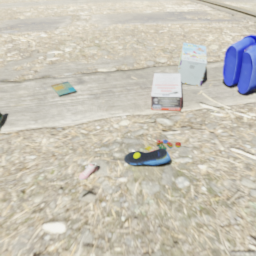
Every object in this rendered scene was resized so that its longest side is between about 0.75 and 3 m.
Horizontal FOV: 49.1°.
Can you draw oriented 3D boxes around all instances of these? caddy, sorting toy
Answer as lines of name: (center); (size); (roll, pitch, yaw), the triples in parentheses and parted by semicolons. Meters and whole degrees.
caddy: (5.879, -3.081, 13.747); (1.474, 2.809, 1.986); (-26, 45, -18)
sorting toy: (1.311, 0.631, 10.640); (1.344, 0.227, 0.648); (-15, 37, -20)

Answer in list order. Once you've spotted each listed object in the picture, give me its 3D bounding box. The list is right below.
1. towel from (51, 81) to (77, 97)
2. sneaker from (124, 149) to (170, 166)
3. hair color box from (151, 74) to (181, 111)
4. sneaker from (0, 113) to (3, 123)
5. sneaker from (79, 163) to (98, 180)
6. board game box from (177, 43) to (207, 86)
towel: (-3.331, -2.017, 14.482); (0.994, 0.147, 1.356); (-18, 38, -24)
sneaker: (0.667, 1.136, 9.789); (1.625, 0.637, 0.535); (-8, 49, 19)
hair color box: (1.857, -1.787, 13.560); (1.374, 0.792, 2.478); (2, 34, 8)
sneaker: (-5.677, -0.318, 11.468); (0.711, 0.819, 1.849); (-6, 36, -8)
sneaker: (-1.339, 1.421, 9.386); (0.756, 0.395, 0.285); (-29, 46, -33)
board game box: (3.519, -3.562, 15.548); (1.353, 1.328, 2.579); (12, 37, 6)
